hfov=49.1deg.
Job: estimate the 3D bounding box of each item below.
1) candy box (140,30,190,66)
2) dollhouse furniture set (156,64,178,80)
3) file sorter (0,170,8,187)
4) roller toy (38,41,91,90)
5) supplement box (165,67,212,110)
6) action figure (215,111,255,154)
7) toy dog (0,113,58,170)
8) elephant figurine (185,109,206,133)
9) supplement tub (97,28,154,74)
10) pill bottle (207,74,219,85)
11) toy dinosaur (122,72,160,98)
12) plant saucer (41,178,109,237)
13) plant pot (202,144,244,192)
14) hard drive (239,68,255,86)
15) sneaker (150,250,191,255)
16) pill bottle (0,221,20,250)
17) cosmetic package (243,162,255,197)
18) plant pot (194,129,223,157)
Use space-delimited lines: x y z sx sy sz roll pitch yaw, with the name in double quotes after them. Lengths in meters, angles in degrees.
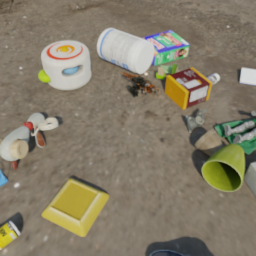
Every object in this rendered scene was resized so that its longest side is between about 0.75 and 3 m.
1.812 -4.184 14.593 2.092 0.806 1.768 -21 50 -19 "candy box"
1.864 -2.842 13.177 0.868 0.665 1.325 12 37 12 "dollhouse furniture set"
-4.581 1.607 8.802 0.790 0.698 1.138 35 54 29 "file sorter"
-2.772 -2.940 12.742 2.133 1.634 2.338 13 46 13 "roller toy"
2.552 -1.712 11.997 1.393 0.925 1.374 -21 48 -20 "supplement box"
4.993 -0.073 10.508 2.927 0.800 1.729 -16 44 -21 "action figure"
-3.615 0.519 9.804 1.606 1.173 2.435 19 38 33 "toy dog"
2.672 -0.293 10.787 0.853 0.662 0.604 -10 23 1 "elephant figurine"
-0.152 -3.745 13.594 2.425 1.600 1.600 29 51 26 "supplement tub"
3.798 -2.164 12.807 0.783 0.445 0.445 -32 53 -29 "pill bottle"
0.508 -1.895 12.256 1.765 0.901 1.198 12 23 17 "toy dinosaur"
-1.574 2.234 8.399 1.530 0.371 1.530 19 47 18 "plant saucer"
3.185 1.133 8.953 1.233 1.233 1.318 25 46 23 "plant pot"
6.000 -2.331 13.052 1.446 0.183 0.954 12 54 14 "hard drive"
1.595 3.552 6.654 2.452 0.974 0.962 19 49 20 "sneaker"
-3.416 2.974 7.567 0.477 0.477 0.835 33 53 29 "pill bottle"
4.549 1.964 8.310 1.122 0.947 2.100 -10 48 -9 "cosmetic package"
2.913 0.604 9.800 0.886 0.886 0.769 -31 68 -27 "plant pot"
